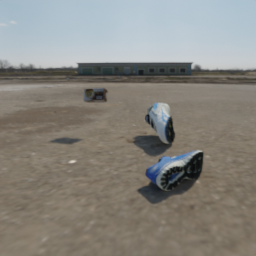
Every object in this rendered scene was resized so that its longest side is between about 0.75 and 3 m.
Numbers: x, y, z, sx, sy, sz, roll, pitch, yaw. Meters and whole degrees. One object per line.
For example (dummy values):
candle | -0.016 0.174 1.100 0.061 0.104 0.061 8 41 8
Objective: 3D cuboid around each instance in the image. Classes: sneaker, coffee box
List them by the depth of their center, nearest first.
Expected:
sneaker | 1.193 0.924 6.998 1.879 0.738 0.838 -11 19 -40
sneaker | 1.202 -0.167 10.799 1.066 1.057 2.940 -10 21 6
coffee box | -1.395 -1.377 11.974 0.944 0.534 0.377 0 -11 19
